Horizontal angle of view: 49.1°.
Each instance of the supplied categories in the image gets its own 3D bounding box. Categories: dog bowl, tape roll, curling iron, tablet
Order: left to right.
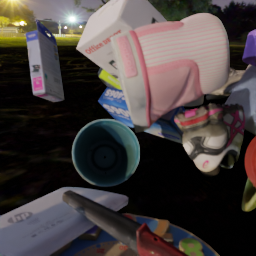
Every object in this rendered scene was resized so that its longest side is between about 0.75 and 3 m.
[{"bbox_3d":[-1.070,1.085,3.110,1.302,0.137,2.001,-2,9,38],"label":"tablet"},{"bbox_3d":[-0.663,-1.962,11.014,1.214,0.356,1.214,34,26,-20],"label":"dog bowl"},{"bbox_3d":[0.134,1.039,2.498,2.258,0.289,0.560,22,1,40],"label":"curling iron"},{"bbox_3d":[1.894,-1.323,9.430,1.324,0.909,1.324,-1,19,0],"label":"tape roll"},{"bbox_3d":[2.725,-1.287,4.752,1.401,0.460,1.401,10,6,-1],"label":"tape roll"}]

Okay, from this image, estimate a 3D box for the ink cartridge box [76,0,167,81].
[{"bbox_3d":[0.302,-2.204,8.090,2.895,1.220,2.113,32,-26,-30],"label":"ink cartridge box"}]

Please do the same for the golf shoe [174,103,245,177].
[{"bbox_3d":[1.645,0.164,5.234,0.922,1.169,2.539,-17,-3,35],"label":"golf shoe"}]

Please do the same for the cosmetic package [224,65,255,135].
[{"bbox_3d":[3.356,-1.253,6.415,0.719,2.840,1.172,25,13,-20],"label":"cosmetic package"}]

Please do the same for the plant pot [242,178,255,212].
[{"bbox_3d":[2.901,0.321,3.215,2.300,2.422,2.422,22,26,21],"label":"plant pot"}]

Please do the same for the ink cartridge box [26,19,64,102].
[{"bbox_3d":[-2.648,-2.073,8.953,0.484,2.306,1.376,-8,-5,10],"label":"ink cartridge box"}]

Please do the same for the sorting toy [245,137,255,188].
[{"bbox_3d":[2.726,0.468,3.638,2.179,1.309,0.894,12,0,28],"label":"sorting toy"}]

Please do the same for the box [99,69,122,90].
[{"bbox_3d":[-0.210,-1.625,9.868,1.495,0.356,0.912,33,27,-4],"label":"box"}]

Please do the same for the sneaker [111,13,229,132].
[{"bbox_3d":[0.642,-0.721,4.284,1.543,1.111,2.952,-19,-7,-1],"label":"sneaker"}]

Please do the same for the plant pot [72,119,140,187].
[{"bbox_3d":[-0.358,0.417,4.363,0.955,0.955,0.897,-3,-10,-8],"label":"plant pot"}]

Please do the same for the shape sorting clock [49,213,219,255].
[{"bbox_3d":[-0.097,1.376,2.488,2.158,0.423,2.158,0,19,0],"label":"shape sorting clock"}]

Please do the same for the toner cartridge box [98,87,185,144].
[{"bbox_3d":[0.379,-0.310,6.356,2.153,1.022,0.465,18,71,43],"label":"toner cartridge box"}]

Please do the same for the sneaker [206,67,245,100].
[{"bbox_3d":[3.169,-1.542,8.831,0.866,0.951,2.318,-9,-3,-24],"label":"sneaker"}]
